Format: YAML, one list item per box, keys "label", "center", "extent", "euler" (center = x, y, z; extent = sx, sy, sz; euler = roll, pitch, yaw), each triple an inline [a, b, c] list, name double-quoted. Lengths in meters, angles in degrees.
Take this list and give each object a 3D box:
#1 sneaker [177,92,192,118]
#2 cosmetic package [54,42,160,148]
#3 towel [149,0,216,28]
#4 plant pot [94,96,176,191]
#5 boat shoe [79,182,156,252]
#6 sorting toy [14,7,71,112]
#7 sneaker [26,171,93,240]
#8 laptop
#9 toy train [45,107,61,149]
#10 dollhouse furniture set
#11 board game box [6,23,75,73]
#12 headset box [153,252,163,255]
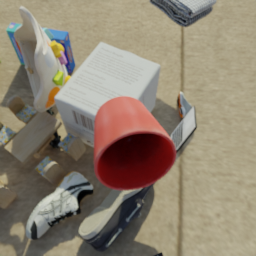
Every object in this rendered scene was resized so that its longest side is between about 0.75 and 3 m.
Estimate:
- label: "sneaker"
  center: [2.097, -0.845, 10.304]
  extent: [0.480, 0.395, 1.044]
  euler: [0, 66, -9]
- label: "cosmetic package"
  center: [-0.555, -0.848, 9.173]
  extent: [2.234, 2.220, 2.669]
  euler: [25, 63, 15]
- label: "towel"
  center: [1.785, -4.259, 9.393]
  extent: [1.857, 0.795, 1.538]
  euler: [42, 59, 18]
- label: "plant pot"
  center: [-0.003, 0.188, 5.054]
  extent: [1.442, 1.442, 1.276]
  euler: [-12, 43, -7]
- label: "boat shoe"
  center: [-0.095, 2.314, 8.217]
  extent: [2.931, 1.065, 0.919]
  euler: [-40, 109, -27]
- label: "sorting toy"
  center: [-2.558, -2.159, 8.164]
  extent: [1.403, 2.363, 2.625]
  euler: [-18, 77, -8]
- label: "sneaker"
  center: [-1.898, 2.314, 8.036]
  extent: [0.993, 0.857, 2.266]
  euler: [31, 64, 17]
- label: "laptop"
  center: [0.772, 0.098, 6.731]
  extent: [0.945, 1.631, 1.527]
  euler: [33, 24, -3]
- label: "toy train"
  center: [-2.765, -0.124, 9.861]
  extent: [0.465, 0.346, 2.029]
  euler: [-24, 61, 0]
- label: "dollhouse furniture set"
  center: [-3.351, 0.610, 8.254]
  extent: [2.753, 1.950, 2.997]
  euler: [32, 70, 19]
- label: "board game box"
  center: [-3.308, -3.051, 10.838]
  extent: [2.263, 1.721, 0.509]
  euler: [11, 59, 8]
- label: "headset box"
  center: [0.428, 4.494, 6.666]
  extent: [1.737, 0.877, 2.337]
  euler: [-17, 60, -10]
